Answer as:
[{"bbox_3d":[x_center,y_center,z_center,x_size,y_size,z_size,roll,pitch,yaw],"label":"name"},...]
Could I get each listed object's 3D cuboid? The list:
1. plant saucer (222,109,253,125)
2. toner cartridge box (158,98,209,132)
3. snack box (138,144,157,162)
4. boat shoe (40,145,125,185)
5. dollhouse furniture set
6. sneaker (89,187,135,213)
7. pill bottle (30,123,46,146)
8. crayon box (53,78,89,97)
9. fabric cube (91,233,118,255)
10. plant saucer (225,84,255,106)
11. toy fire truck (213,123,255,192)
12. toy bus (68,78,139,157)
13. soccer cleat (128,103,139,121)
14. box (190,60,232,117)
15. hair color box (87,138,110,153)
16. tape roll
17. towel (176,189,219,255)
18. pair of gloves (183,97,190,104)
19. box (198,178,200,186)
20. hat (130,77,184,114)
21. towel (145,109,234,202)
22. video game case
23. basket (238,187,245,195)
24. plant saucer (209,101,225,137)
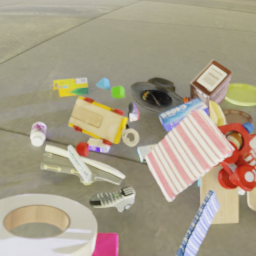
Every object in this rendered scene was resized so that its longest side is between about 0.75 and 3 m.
[{"bbox_3d":[4.952,-0.373,12.869,1.471,0.253,1.471,0,35,0],"label":"plant saucer"},{"bbox_3d":[1.617,-0.394,8.254,1.322,0.285,0.628,-23,34,1],"label":"toner cartridge box"},{"bbox_3d":[1.009,0.963,11.003,1.151,0.214,0.669,-8,40,-8],"label":"snack box"},{"bbox_3d":[-1.539,1.442,9.567,2.861,0.855,1.023,21,-7,-7],"label":"boat shoe"},{"bbox_3d":[3.536,1.613,9.893,2.844,2.436,2.990,-1,1,-2],"label":"dollhouse furniture set"},{"bbox_3d":[-0.415,2.186,7.938,1.305,0.753,0.490,-11,35,-10],"label":"sneaker"},{"bbox_3d":[-3.749,0.280,11.686,0.581,0.581,1.035,-6,37,-8],"label":"pill bottle"},{"bbox_3d":[-3.111,-2.216,15.210,1.840,0.467,1.168,-5,36,-8],"label":"crayon box"},{"bbox_3d":[-0.757,3.373,7.085,0.998,0.979,0.994,0,36,-1],"label":"fabric cube"},{"bbox_3d":[5.935,-1.696,14.577,2.198,0.342,2.198,-1,34,1],"label":"plant saucer"},{"bbox_3d":[3.087,0.723,7.789,1.656,1.106,1.973,-38,86,-16],"label":"toy fire truck"},{"bbox_3d":[-0.808,-0.193,10.220,2.472,2.619,1.353,-25,-14,21],"label":"toy bus"},{"bbox_3d":[0.256,-0.683,11.576,0.475,1.297,0.442,-9,65,-7],"label":"soccer cleat"},{"bbox_3d":[3.425,-1.511,11.851,1.379,2.754,1.032,-46,68,-5],"label":"box"},{"bbox_3d":[-1.205,0.712,11.347,0.876,0.284,0.479,7,36,13],"label":"hair color box"},{"bbox_3d":[-2.112,2.374,6.516,2.825,0.516,2.825,8,11,-2],"label":"tape roll"},{"bbox_3d":[1.725,2.398,6.622,0.204,1.236,1.707,22,69,35],"label":"towel"},{"bbox_3d":[3.330,-1.228,14.133,1.265,0.156,1.127,11,36,10],"label":"pair of gloves"},{"bbox_3d":[2.744,1.680,10.042,0.412,0.246,1.001,7,36,10],"label":"box"},{"bbox_3d":[1.387,-1.531,12.107,2.546,2.546,1.027,18,66,23],"label":"hat"},{"bbox_3d":[1.548,0.730,7.601,0.337,2.252,1.648,26,27,-40],"label":"towel"},{"bbox_3d":[-1.311,0.999,7.537,0.104,0.860,0.943,-32,72,-23],"label":"video game case"},{"bbox_3d":[3.637,1.597,9.717,1.176,0.797,0.725,26,39,31],"label":"basket"},{"bbox_3d":[3.214,-0.183,10.009,0.307,1.266,1.266,-10,33,9],"label":"plant saucer"}]
